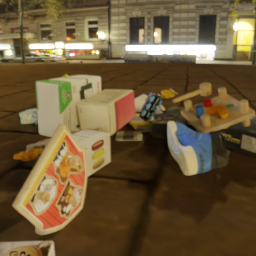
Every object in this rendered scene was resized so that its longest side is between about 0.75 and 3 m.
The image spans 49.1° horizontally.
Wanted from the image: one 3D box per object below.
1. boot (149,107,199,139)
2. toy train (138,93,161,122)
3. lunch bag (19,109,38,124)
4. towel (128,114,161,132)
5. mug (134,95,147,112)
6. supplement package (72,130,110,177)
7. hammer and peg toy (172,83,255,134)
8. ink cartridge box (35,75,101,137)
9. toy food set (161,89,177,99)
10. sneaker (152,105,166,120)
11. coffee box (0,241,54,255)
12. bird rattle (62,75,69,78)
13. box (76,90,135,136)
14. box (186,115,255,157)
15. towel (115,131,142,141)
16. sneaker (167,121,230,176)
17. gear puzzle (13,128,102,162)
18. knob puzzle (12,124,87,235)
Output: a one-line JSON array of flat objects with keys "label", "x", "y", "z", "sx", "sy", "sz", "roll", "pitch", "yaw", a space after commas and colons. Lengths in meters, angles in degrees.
[{"label": "boot", "x": 1.868, "y": -0.114, "z": 9.657, "sx": 1.912, "sy": 0.763, "sz": 2.103, "roll": 18, "pitch": 19, "yaw": 23}, {"label": "toy train", "x": 0.812, "y": -0.768, "z": 10.509, "sx": 0.499, "sy": 1.150, "sz": 0.657, "roll": 29, "pitch": 6, "yaw": -21}, {"label": "lunch bag", "x": -3.738, "y": -0.469, "z": 11.271, "sx": 0.932, "sy": 0.568, "sz": 0.794, "roll": -2, "pitch": 15, "yaw": 11}, {"label": "towel", "x": 0.701, "y": -0.228, "z": 11.034, "sx": 1.496, "sy": 0.237, "sz": 2.083, "roll": -5, "pitch": 17, "yaw": -18}, {"label": "mug", "x": 0.506, "y": -1.039, "z": 13.249, "sx": 0.787, "sy": 0.959, "sz": 0.768, "roll": -22, "pitch": 59, "yaw": -32}, {"label": "supplement package", "x": -1.174, "y": 0.655, "z": 6.962, "sx": 0.822, "sy": 0.854, "sz": 1.501, "roll": 8, "pitch": 19, "yaw": 28}, {"label": "hammer and peg toy", "x": 2.557, "y": -0.581, "z": 8.899, "sx": 1.755, "sy": 0.841, "sz": 2.386, "roll": -21, "pitch": 28, "yaw": -4}, {"label": "ink cartridge box", "x": -2.074, "y": -0.900, "z": 10.371, "sx": 1.077, "sy": 1.902, "sz": 2.594, "roll": 9, "pitch": 19, "yaw": 24}, {"label": "toy food set", "x": 2.347, "y": -1.903, "z": 16.519, "sx": 0.706, "sy": 0.392, "sz": 1.199, "roll": 39, "pitch": 37, "yaw": 26}, {"label": "sneaker", "x": 1.261, "y": -0.500, "z": 11.031, "sx": 0.569, "sy": 0.990, "sz": 0.372, "roll": -37, "pitch": 41, "yaw": 6}, {"label": "coffee box", "x": -1.345, "y": 1.950, "z": 3.210, "sx": 0.743, "sy": 0.524, "sz": 1.314, "roll": -1, "pitch": 17, "yaw": -2}, {"label": "bird rattle", "x": -2.760, "y": -1.761, "z": 14.176, "sx": 2.442, "sy": 1.687, "sz": 2.995, "roll": -10, "pitch": 8, "yaw": 26}, {"label": "box", "x": -0.746, "y": -0.633, "z": 10.332, "sx": 1.318, "sy": 1.123, "sz": 2.061, "roll": 5, "pitch": 24, "yaw": 26}, {"label": "box", "x": 3.690, "y": 0.050, "z": 9.228, "sx": 2.214, "sy": 0.716, "sz": 2.808, "roll": -10, "pitch": 20, "yaw": -34}, {"label": "towel", "x": 0.035, "y": 0.288, "z": 9.410, "sx": 0.887, "sy": 0.159, "sz": 0.921, "roll": -2, "pitch": 15, "yaw": 3}, {"label": "sneaker", "x": 1.872, "y": 0.425, "z": 7.579, "sx": 1.314, "sy": 0.907, "sz": 2.363, "roll": -7, "pitch": 21, "yaw": -4}, {"label": "gear puzzle", "x": -1.941, "y": 0.499, "z": 7.976, "sx": 1.506, "sy": 0.381, "sz": 2.907, "roll": -6, "pitch": 8, "yaw": 27}, {"label": "knob puzzle", "x": -1.040, "y": 1.011, "z": 4.730, "sx": 0.253, "sy": 1.825, "sz": 1.825, "roll": 7, "pitch": 18, "yaw": 22}]
